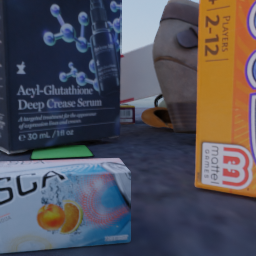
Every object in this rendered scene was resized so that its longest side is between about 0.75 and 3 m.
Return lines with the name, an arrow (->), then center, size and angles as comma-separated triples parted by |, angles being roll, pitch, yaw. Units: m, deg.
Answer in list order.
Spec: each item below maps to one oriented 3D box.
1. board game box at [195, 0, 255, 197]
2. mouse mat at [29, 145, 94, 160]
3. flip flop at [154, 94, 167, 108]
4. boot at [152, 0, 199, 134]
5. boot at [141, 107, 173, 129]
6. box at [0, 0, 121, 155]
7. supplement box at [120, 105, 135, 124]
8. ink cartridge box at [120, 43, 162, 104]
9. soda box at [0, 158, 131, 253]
board game box -> 1.806, -0.561, 2.144 | 1.958, 1.956, 1.956 | 3, 6, 35
mouse mat -> -0.843, 0.298, 3.542 | 0.723, 0.034, 0.898 | -1, 6, -15
flip flop -> 1.282, -0.799, 9.689 | 1.134, 0.805, 2.795 | 3, 15, 27
boot -> 1.767, -0.944, 4.599 | 2.936, 2.147, 1.031 | 4, -6, -24
boot -> 0.777, -0.273, 6.565 | 1.432, 0.528, 1.108 | 7, 0, 28
box -> -1.132, -0.994, 4.047 | 1.753, 2.362, 1.265 | -8, 13, -44
supplement box -> -0.231, -0.432, 8.765 | 0.716, 0.565, 1.094 | -2, 6, -10
ink cartridge box -> 0.520, -1.157, 5.998 | 1.579, 0.920, 2.182 | -10, 8, 34
soda box -> -0.519, 0.341, 1.291 | 1.039, 0.330, 0.355 | -2, 5, -10
